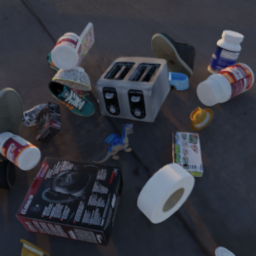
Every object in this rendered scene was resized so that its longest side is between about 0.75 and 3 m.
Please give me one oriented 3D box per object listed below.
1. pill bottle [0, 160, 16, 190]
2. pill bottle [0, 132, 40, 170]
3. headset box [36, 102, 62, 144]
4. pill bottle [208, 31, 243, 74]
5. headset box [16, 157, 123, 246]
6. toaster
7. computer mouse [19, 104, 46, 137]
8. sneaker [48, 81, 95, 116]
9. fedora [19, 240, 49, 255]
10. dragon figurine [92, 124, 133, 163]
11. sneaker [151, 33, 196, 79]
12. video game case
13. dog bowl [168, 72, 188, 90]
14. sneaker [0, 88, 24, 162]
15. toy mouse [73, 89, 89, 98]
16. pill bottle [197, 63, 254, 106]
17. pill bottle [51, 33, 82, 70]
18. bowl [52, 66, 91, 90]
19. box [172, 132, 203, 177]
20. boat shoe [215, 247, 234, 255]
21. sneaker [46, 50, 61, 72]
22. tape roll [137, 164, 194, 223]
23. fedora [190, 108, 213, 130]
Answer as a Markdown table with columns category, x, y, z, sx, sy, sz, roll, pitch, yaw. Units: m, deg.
| category | x | y | z | sx | sy | sz | roll | pitch | yaw |
| --- | --- | --- | --- | --- | --- | --- | --- | --- | --- |
| pill bottle | -4.625 | 1.507 | 8.539 | 2.104 | 1.177 | 1.177 | -4 | 44 | -5 |
| pill bottle | -3.372 | 0.669 | 8.498 | 1.365 | 0.748 | 0.748 | 25 | 49 | 29 |
| headset box | -2.908 | -0.133 | 10.188 | 0.503 | 0.969 | 1.303 | 23 | 41 | -39 |
| pill bottle | 4.535 | -3.423 | 12.993 | 1.095 | 1.892 | 1.095 | 9 | 33 | -6 |
| headset box | -1.655 | 2.003 | 7.991 | 2.665 | 1.029 | 1.983 | 5 | 47 | 11 |
| toaster | 0.329 | -1.582 | 10.928 | 2.319 | 1.522 | 2.564 | 10 | 46 | 24 |
| computer mouse | -3.810 | -0.322 | 10.993 | 1.866 | 0.409 | 1.023 | -29 | 68 | -29 |
| sneaker | -2.326 | -1.160 | 11.202 | 2.119 | 0.846 | 0.756 | 30 | 84 | 7 |
| fedora | -2.440 | 3.154 | 7.084 | 0.890 | 0.890 | 0.363 | 18 | 61 | 18 |
| dragon figurine | -0.473 | 0.584 | 9.865 | 1.829 | 0.538 | 0.909 | -34 | 45 | 0 |
| sneaker | 2.116 | -3.608 | 12.840 | 1.032 | 2.760 | 1.466 | -6 | 55 | 43 |
| video game case | -2.230 | -3.966 | 13.693 | 0.176 | 1.395 | 1.948 | 25 | 70 | 7 |
| dog bowl | 1.923 | -2.190 | 12.869 | 1.760 | 0.436 | 0.981 | 6 | 37 | 4 |
| sneaker | -4.315 | -0.269 | 9.196 | 1.481 | 2.787 | 1.042 | 36 | 37 | 26 |
| toy mouse | -2.235 | -1.444 | 12.315 | 1.066 | 0.232 | 1.199 | -12 | 45 | -11 |
| pill bottle | 4.143 | -1.832 | 11.978 | 2.310 | 1.265 | 1.265 | -26 | 50 | -25 |
| pill bottle | -2.498 | -3.233 | 11.647 | 1.048 | 1.048 | 1.835 | 0 | 36 | -1 |
| bowl | -2.338 | -2.213 | 12.024 | 1.675 | 1.675 | 0.786 | 10 | 86 | 11 |
| box | 2.043 | 0.882 | 9.800 | 0.951 | 0.300 | 1.727 | 4 | 46 | 4 |
| boat shoe | 2.757 | 3.486 | 7.051 | 0.457 | 0.406 | 1.242 | -30 | 51 | -27 |
| sneaker | -3.545 | -3.102 | 13.884 | 0.646 | 0.577 | 1.616 | -40 | 62 | 18 |
| tape roll | 1.073 | 1.840 | 7.853 | 1.704 | 1.704 | 0.596 | -30 | 51 | -28 |
| fedora | 2.712 | -0.417 | 10.695 | 1.095 | 0.447 | 1.095 | -35 | 27 | 20 |
